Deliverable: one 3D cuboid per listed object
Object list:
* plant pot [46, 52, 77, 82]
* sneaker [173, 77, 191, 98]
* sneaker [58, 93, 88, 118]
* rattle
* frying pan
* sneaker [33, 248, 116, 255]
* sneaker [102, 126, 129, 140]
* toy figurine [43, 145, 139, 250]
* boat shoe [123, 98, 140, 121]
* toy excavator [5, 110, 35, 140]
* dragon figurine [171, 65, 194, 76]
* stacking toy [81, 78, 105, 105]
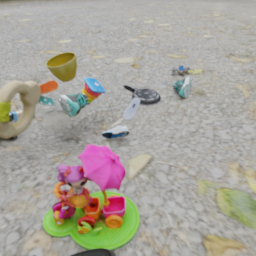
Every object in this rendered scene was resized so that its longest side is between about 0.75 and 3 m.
[{"bbox_3d":[-2.580,-2.392,11.381,1.238,0.879,1.238,-11,38,9],"label":"plant pot"},{"bbox_3d":[2.652,-1.997,14.129,0.835,0.710,1.830,-3,25,23],"label":"sneaker"},{"bbox_3d":[-1.859,-0.932,9.921,0.981,0.834,2.151,-26,17,-14],"label":"sneaker"},{"bbox_3d":[-4.061,-0.971,9.720,2.083,1.898,2.916,-2,36,22],"label":"rattle"},{"bbox_3d":[0.755,-1.798,13.997,1.453,0.391,2.401,-9,37,-14],"label":"frying pan"},{"bbox_3d":[-1.387,2.957,5.576,2.668,1.417,0.998,-17,36,-24],"label":"sneaker"},{"bbox_3d":[-0.482,0.141,10.653,1.054,0.395,0.457,-8,44,5],"label":"sneaker"},{"bbox_3d":[-0.999,1.501,6.958,2.597,2.390,1.949,-1,33,0],"label":"toy figurine"},{"bbox_3d":[0.123,-0.590,9.683,0.373,0.331,1.014,31,59,7],"label":"boat shoe"},{"bbox_3d":[-4.765,-0.348,11.281,1.946,0.999,2.001,-10,25,-17],"label":"toy excavator"},{"bbox_3d":[3.176,-3.356,16.281,1.498,0.441,0.745,-25,41,-32],"label":"dragon figurine"},{"bbox_3d":[-1.652,-1.222,11.162,0.829,1.428,0.784,-1,49,-56],"label":"stacking toy"}]
